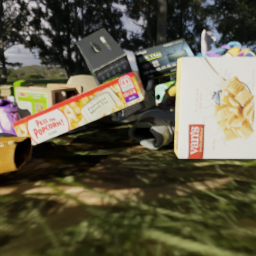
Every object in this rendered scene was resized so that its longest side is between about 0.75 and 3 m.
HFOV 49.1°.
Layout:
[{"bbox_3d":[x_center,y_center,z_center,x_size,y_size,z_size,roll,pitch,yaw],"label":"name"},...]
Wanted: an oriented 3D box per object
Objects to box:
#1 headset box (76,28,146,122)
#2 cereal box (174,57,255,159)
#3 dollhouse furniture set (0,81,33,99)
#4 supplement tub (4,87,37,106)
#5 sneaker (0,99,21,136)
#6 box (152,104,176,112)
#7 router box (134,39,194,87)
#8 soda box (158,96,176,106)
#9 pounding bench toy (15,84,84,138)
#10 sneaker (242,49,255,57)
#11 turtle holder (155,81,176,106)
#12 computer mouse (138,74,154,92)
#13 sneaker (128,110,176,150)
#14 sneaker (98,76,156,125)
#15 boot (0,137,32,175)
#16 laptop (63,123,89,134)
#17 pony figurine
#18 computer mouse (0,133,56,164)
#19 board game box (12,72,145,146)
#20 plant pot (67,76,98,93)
[{"bbox_3d":[-0.550,-1.707,8.750,1.057,2.278,1.984,-28,46,-3],"label":"headset box"},{"bbox_3d":[2.454,-0.402,5.827,2.904,2.089,0.574,-1,11,0],"label":"cereal box"},{"bbox_3d":[-4.997,-1.165,11.166,2.337,1.531,1.173,3,13,10],"label":"dollhouse furniture set"},{"bbox_3d":[-5.365,-1.633,14.782,2.027,1.084,1.084,-1,11,-6],"label":"supplement tub"},{"bbox_3d":[-3.171,-0.244,7.587,0.632,0.694,1.570,-3,38,-49],"label":"sneaker"},{"bbox_3d":[2.229,-0.486,10.194,1.792,0.565,2.272,-6,13,-30],"label":"box"},{"bbox_3d":[1.299,-2.294,9.944,1.973,0.613,1.478,-15,48,2],"label":"router box"},{"bbox_3d":[1.643,-1.014,11.356,0.880,0.308,0.279,-35,-16,35],"label":"soda box"},{"bbox_3d":[-2.612,-0.650,8.678,2.118,1.316,1.652,7,16,25],"label":"pounding bench toy"},{"bbox_3d":[3.996,-1.829,9.112,1.658,0.922,0.636,29,-39,-22],"label":"sneaker"},{"bbox_3d":[1.976,-1.409,12.870,1.807,1.373,1.283,12,57,32],"label":"turtle holder"},{"bbox_3d":[0.460,-1.510,9.150,0.286,0.492,1.678,4,19,-23],"label":"computer mouse"},{"bbox_3d":[1.268,0.089,6.631,2.745,1.030,1.585,-5,13,27],"label":"sneaker"},{"bbox_3d":[0.020,-1.101,10.374,1.109,1.691,2.940,9,15,39],"label":"sneaker"},{"bbox_3d":[-2.331,0.351,4.872,1.321,0.649,1.846,-15,30,-5],"label":"boot"},{"bbox_3d":[-1.953,-0.377,8.978,1.345,0.832,1.436,5,12,27],"label":"laptop"},{"bbox_3d":[2.600,-1.737,9.220,2.852,2.375,2.753,-38,5,27],"label":"pony figurine"},{"bbox_3d":[-2.558,0.362,6.160,1.723,0.454,1.193,5,13,24],"label":"computer mouse"},{"bbox_3d":[-0.923,-0.474,6.337,2.624,0.608,1.988,-22,8,8],"label":"board game box"},{"bbox_3d":[-2.004,-1.508,11.600,1.128,1.680,1.680,26,2,-21],"label":"plant pot"}]
